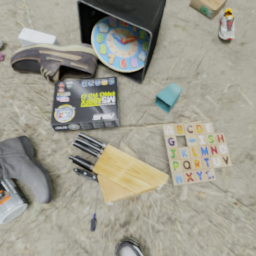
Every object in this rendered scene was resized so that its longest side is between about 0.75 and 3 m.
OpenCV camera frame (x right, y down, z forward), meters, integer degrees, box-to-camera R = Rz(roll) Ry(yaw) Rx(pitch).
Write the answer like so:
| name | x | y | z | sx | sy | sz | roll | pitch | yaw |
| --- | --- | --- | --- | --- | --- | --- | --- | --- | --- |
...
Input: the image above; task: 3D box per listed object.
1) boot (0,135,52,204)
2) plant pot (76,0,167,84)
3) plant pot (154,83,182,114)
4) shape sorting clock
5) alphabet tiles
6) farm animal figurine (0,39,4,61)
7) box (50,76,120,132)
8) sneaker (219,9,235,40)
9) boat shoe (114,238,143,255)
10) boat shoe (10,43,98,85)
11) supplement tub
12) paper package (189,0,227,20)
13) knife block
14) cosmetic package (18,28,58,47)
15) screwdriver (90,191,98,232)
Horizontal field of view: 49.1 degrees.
| name | x | y | z | sx | sy | sz | roll | pitch | yaw |
| --- | --- | --- | --- | --- | --- | --- | --- | --- | --- |
| boot | -3.263 | 1.301 | 7.833 | 1.574 | 0.834 | 2.391 | -11 | 55 | -47 |
| plant pot | -0.030 | -3.312 | 9.083 | 2.376 | 2.371 | 2.108 | 26 | 64 | 8 |
| plant pot | 1.358 | -1.020 | 9.130 | 0.578 | 0.578 | 0.818 | 39 | 71 | 13 |
| shape sorting clock | -0.186 | -2.851 | 9.392 | 2.104 | 0.413 | 2.104 | 7 | 69 | -18 |
| alphabet tiles | 2.128 | 0.718 | 8.394 | 2.142 | 0.081 | 1.791 | -3 | 73 | -22 |
| farm animal figurine | -5.270 | -2.916 | 9.559 | 1.813 | 0.912 | 1.464 | -8 | 72 | -2 |
| box | -1.319 | -0.768 | 8.847 | 2.075 | 0.459 | 1.662 | -4 | 60 | 4 |
| sneaker | 3.507 | -3.658 | 9.919 | 0.518 | 0.547 | 1.332 | 1 | 63 | 2 |
| boat shoe | 0.393 | 4.255 | 7.151 | 1.042 | 0.851 | 2.822 | -19 | 74 | -2 |
| boat shoe | -2.437 | -2.060 | 9.153 | 2.912 | 1.085 | 1.068 | -4 | 69 | 3 |
| supplement tub | -3.629 | 1.887 | 7.979 | 0.900 | 0.900 | 1.470 | -40 | 75 | -12 |
| paper package | 3.004 | -4.732 | 10.353 | 1.076 | 0.557 | 1.025 | 39 | 76 | 11 |
| knife block | -0.367 | 0.996 | 8.302 | 2.586 | 0.827 | 2.270 | -17 | 73 | -5 |
| cosmetic package | -3.049 | -2.913 | 9.673 | 1.212 | 0.684 | 0.492 | 18 | 68 | 8 |
| screwdriver | -0.950 | 2.422 | 8.208 | 0.171 | 0.164 | 1.174 | 20 | 67 | -25 |
